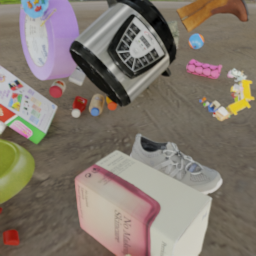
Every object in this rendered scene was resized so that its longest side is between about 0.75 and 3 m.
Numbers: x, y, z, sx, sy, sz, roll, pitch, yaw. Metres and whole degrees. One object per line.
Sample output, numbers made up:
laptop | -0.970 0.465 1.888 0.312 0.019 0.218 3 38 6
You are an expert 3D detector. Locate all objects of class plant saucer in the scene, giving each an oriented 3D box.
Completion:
plant saucer | -4.016 1.066 7.331 2.964 0.460 2.964 0 29 0

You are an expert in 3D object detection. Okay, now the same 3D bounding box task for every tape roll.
tape roll | -2.361 -2.653 8.225 0.788 2.402 2.402 -16 33 -37

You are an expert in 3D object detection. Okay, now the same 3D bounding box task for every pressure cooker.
pressure cooker | -0.001 -2.101 7.312 2.501 2.200 2.234 -44 67 -7

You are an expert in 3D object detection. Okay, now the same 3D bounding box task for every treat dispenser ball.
treat dispenser ball | 4.506 -5.707 18.508 0.952 0.952 0.952 0 30 0

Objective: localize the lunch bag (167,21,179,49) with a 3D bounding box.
lunch bag | 1.166 -3.015 9.565 0.879 1.058 1.261 9 29 38

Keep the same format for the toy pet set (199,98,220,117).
toy pet set | 3.045 -0.745 10.479 0.726 0.413 0.778 -27 66 -37

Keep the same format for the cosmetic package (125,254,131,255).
cosmetic package | 0.265 3.075 3.343 1.391 0.982 2.686 -21 35 -32

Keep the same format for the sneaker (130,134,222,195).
sneaker | 1.098 0.891 7.047 2.498 1.024 0.934 16 34 26

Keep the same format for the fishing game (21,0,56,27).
fishing game | -2.280 -3.086 6.741 0.859 1.200 0.187 -30 -1 26

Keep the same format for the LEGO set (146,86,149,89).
LEGO set | 0.235 -2.644 13.407 1.770 0.772 2.725 -16 34 -26

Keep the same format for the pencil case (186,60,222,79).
pencil case | 3.791 -2.973 14.025 1.646 0.747 0.771 23 79 30

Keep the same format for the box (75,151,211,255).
box | 0.209 1.652 5.329 2.251 1.439 1.226 23 37 34

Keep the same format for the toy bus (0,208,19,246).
toy bus | -3.083 1.971 5.359 1.589 0.870 1.684 46 13 15

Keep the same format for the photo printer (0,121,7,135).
photo printer | -5.082 -1.019 8.985 2.867 0.996 2.385 32 24 -18

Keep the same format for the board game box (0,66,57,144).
board game box | -3.639 -0.854 8.988 2.572 0.519 1.968 38 22 -20

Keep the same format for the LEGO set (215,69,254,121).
LEGO set | 2.494 -0.627 6.686 0.711 0.575 1.546 28 65 -2

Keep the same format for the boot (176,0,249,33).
boot | 1.385 -1.880 4.621 0.940 0.322 0.885 -29 72 5

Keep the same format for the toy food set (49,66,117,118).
toy food set | -1.783 -1.246 10.210 2.871 1.371 1.292 24 28 -12
